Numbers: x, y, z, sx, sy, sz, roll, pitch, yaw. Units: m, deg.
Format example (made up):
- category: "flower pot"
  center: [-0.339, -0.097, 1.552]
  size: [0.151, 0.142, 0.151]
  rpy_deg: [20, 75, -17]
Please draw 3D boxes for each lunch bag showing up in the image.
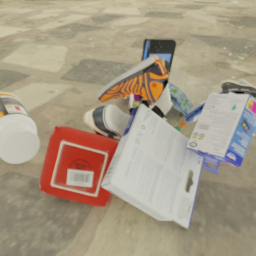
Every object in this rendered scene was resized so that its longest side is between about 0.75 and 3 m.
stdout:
- category: "lunch bag"
  center: [2.061, -1.259, 12.029]
  size: [0.611, 1.483, 1.192]
  rpy_deg: [-47, 45, 3]

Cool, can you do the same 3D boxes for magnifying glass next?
- category: "magnifying glass"
  center: [1.918, 0.021, 10.664]
  size: [0.104, 0.928, 0.369]
  rpy_deg: [-31, 78, -34]

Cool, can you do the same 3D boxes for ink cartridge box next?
- category: "ink cartridge box"
  center: [0.882, 1.102, 8.013]
  size: [2.715, 0.551, 2.709]
  rpy_deg: [35, 55, -17]
- category: "ink cartridge box"
  center: [2.614, 0.172, 7.879]
  size: [0.826, 2.165, 1.477]
  rpy_deg: [30, -7, -28]

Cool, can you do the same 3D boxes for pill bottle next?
- category: "pill bottle"
  center: [-4.293, -0.042, 10.140]
  size: [1.638, 1.638, 2.815]
  rpy_deg: [-20, 40, -26]

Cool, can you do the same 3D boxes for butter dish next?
- category: "butter dish"
  center: [-1.383, 1.049, 8.565]
  size: [2.109, 2.103, 1.559]
  rpy_deg: [15, 8, -5]

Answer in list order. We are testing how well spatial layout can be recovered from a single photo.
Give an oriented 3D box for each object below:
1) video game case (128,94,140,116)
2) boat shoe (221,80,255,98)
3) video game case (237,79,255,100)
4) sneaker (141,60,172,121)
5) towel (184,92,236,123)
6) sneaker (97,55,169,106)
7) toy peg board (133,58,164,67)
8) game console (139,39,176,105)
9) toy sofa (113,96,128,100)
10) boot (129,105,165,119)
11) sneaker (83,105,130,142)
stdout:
- category: "video game case"
  center: [0.211, -0.908, 11.418]
  size: [0.290, 1.470, 1.622]
  rpy_deg: [5, 37, -5]
- category: "boat shoe"
  center: [3.301, -1.030, 8.205]
  size: [1.301, 0.473, 0.408]
  rpy_deg: [13, 68, -15]
- category: "video game case"
  center: [4.021, -0.768, 10.792]
  size: [2.195, 0.286, 2.411]
  rpy_deg: [-41, 21, 15]
- category: "sneaker"
  center: [1.242, -1.372, 11.014]
  size: [1.144, 2.860, 1.054]
  rpy_deg: [1, 43, -12]
- category: "towel"
  center: [3.047, -0.746, 9.853]
  size: [2.333, 1.713, 0.278]
  rpy_deg: [-6, 64, -58]
- category: "sneaker"
  center: [0.185, -1.048, 8.176]
  size: [2.181, 1.222, 0.846]
  rpy_deg: [-29, 9, 23]
- category: "toy peg board"
  center: [0.761, -1.726, 9.634]
  size: [1.098, 0.540, 1.103]
  rpy_deg: [-4, 75, 24]
- category: "game console"
  center: [1.209, -2.242, 11.959]
  size: [2.334, 2.735, 1.618]
  rpy_deg: [-8, 34, -27]
- category: "toy sofa"
  center: [-0.055, -1.638, 12.862]
  size: [0.626, 0.738, 1.512]
  rpy_deg: [26, 21, 12]
- category: "boot"
  center: [0.617, -0.492, 9.224]
  size: [1.032, 0.772, 0.388]
  rpy_deg: [34, 35, -25]
- category: "sneaker"
  center: [-0.491, -0.037, 8.850]
  size: [0.990, 2.494, 0.978]
  rpy_deg: [-4, 67, 21]
